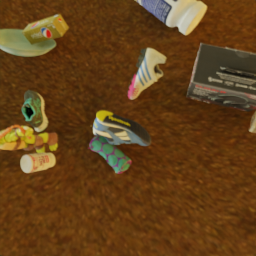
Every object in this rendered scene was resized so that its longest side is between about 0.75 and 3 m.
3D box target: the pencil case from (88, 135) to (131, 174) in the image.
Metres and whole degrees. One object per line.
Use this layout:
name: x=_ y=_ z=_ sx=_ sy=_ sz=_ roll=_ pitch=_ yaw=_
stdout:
pencil case: x=-0.570 y=0.821 z=8.644 sx=1.340 sy=0.570 sz=0.619 roll=41 pitch=99 yaw=15

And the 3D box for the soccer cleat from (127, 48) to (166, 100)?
soccer cleat: x=0.561 y=-1.543 z=8.814 sx=0.879 sy=2.037 sz=0.712 roll=19 pitch=51 yaw=-2

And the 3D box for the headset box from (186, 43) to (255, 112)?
headset box: x=2.906 y=-1.352 z=8.061 sx=2.149 sy=2.887 sz=1.115 roll=14 pitch=90 yaw=9

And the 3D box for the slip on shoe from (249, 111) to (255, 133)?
slip on shoe: x=4.157 y=-0.227 z=8.944 sx=0.342 sy=0.429 sz=1.127 roll=24 pitch=45 yaw=13

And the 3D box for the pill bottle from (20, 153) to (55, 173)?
pill bottle: x=-2.599 y=0.989 z=8.138 sx=0.509 sy=0.898 sz=0.509 roll=2 pitch=93 yaw=32

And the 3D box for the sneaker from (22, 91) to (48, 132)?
sneaker: x=-3.004 y=-0.647 z=8.750 sx=0.606 sy=0.712 sz=1.562 roll=-33 pitch=60 yaw=7

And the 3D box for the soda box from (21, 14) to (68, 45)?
soda box: x=-2.895 y=-3.387 z=9.718 sx=1.637 sy=0.555 sz=0.524 roll=0 pitch=51 yaw=34

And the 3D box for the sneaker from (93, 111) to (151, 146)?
sneaker: x=-0.196 y=0.148 z=8.408 sx=1.863 sy=0.766 sz=0.689 roll=23 pitch=32 yaw=-14

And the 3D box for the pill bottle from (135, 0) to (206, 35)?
pill bottle: x=1.496 y=-4.605 z=10.141 sx=2.503 sy=1.448 sz=1.448 roll=42 pitch=75 yaw=8

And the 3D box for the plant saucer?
plant saucer: x=-3.639 y=-2.891 z=9.712 sx=2.191 sy=0.422 sz=2.191 roll=10 pitch=32 yaw=-7

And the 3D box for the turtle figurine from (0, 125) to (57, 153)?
turtle figurine: x=-3.192 y=0.437 z=7.827 sx=2.567 sy=2.070 sz=0.827 roll=-34 pitch=67 yaw=30
